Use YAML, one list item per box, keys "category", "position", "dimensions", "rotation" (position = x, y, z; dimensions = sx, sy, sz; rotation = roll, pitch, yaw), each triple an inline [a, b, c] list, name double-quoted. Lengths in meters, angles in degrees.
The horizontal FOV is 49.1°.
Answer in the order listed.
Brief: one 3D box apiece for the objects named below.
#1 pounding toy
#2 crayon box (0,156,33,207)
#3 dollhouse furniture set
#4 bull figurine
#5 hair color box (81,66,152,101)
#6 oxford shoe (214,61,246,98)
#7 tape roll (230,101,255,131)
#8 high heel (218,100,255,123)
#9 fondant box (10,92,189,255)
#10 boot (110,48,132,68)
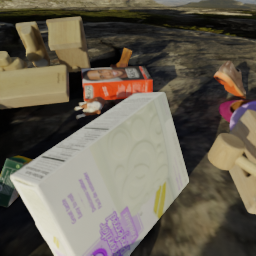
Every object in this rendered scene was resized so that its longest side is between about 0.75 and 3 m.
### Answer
- category: "pounding toy"
  position: [1.966, 0.708, 3.963]
  dimensions: [2.173, 0.994, 1.909]
  rotation: [14, 37, -15]
- category: "crayon box"
  position: [-1.535, 0.679, 3.781]
  dimensions: [0.227, 0.553, 0.880]
  rotation: [19, -6, -9]
- category: "dollhouse furniture set"
  position: [-2.700, -1.585, 9.300]
  dimensions: [2.802, 2.400, 2.946]
  rotation: [-7, 61, -3]
- category: "bull figurine"
  position: [-0.930, -0.528, 7.045]
  dimensions: [0.721, 0.387, 1.188]
  rotation: [-15, 11, 12]
- category: "hair color box"
  position: [-0.388, -1.455, 9.036]
  dimensions: [2.143, 0.656, 1.088]
  rotation: [-6, 36, -9]
- category: "oxford shoe"
  position: [3.219, -1.387, 8.345]
  dimensions: [1.719, 0.627, 0.613]
  rotation: [25, 9, -47]
- category: "tape roll"
  position: [2.609, -0.043, 5.713]
  dimensions: [0.969, 0.969, 0.318]
  rotation: [23, 31, 37]
- category: "high heel"
  position: [2.882, -0.620, 6.656]
  dimensions: [0.777, 1.108, 2.304]
  rotation: [-43, 26, -14]
- category: "fondant box"
  position: [-0.136, 0.678, 3.671]
  dimensions: [0.634, 1.571, 2.178]
  rotation: [4, 32, 45]
- category: "boot"
  position: [-0.288, -2.624, 10.757]
  dimensions: [0.324, 0.947, 0.892]
  rotation: [6, 19, -38]
